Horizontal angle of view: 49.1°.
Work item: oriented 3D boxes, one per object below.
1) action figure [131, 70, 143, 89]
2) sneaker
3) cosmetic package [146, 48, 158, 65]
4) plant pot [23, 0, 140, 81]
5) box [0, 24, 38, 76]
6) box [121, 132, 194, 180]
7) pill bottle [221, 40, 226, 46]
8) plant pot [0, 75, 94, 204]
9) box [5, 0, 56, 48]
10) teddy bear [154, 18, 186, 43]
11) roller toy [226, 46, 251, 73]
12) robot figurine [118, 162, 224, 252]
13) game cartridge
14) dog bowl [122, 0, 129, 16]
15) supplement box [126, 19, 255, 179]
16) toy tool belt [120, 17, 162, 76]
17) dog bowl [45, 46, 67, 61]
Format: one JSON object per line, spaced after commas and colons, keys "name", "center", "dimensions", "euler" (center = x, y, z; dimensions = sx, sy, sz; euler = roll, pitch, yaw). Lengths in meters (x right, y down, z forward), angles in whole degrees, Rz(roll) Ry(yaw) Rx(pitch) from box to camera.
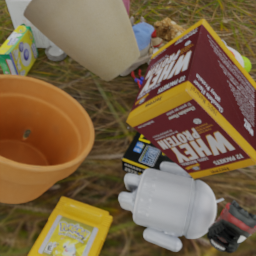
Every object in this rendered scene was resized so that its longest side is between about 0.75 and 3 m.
{"name": "action figure", "center": [0.557, -1.622, 10.254], "dimensions": [0.484, 0.382, 1.479], "euler": [-13, 50, -19]}
{"name": "sneaker", "center": [1.751, 1.740, 4.775], "dimensions": [0.590, 1.670, 0.816], "euler": [36, 79, 23]}
{"name": "cosmetic package", "center": [1.110, -2.817, 11.403], "dimensions": [0.739, 0.253, 0.981], "euler": [-22, 51, -19]}
{"name": "plant pot", "center": [-0.911, -2.570, 7.315], "dimensions": [2.386, 2.548, 2.386], "euler": [-34, 19, 13]}
{"name": "box", "center": [-4.092, -2.879, 10.705], "dimensions": [0.561, 1.361, 2.319], "euler": [3, 47, 4]}
{"name": "box", "center": [1.184, 0.497, 8.126], "dimensions": [1.959, 0.605, 2.453], "euler": [18, 50, 18]}
{"name": "pill bottle", "center": [3.463, -3.192, 11.514], "dimensions": [1.073, 0.601, 0.601], "euler": [-24, 52, -21]}
{"name": "plant pot", "center": [-2.560, 0.418, 6.732], "dimensions": [2.920, 2.044, 2.920], "euler": [23, 36, -18]}
{"name": "box", "center": [-3.262, -4.634, 11.807], "dimensions": [2.768, 2.108, 1.472], "euler": [4, 47, 4]}
{"name": "teddy bear", "center": [1.494, -2.895, 8.600], "dimensions": [1.373, 0.632, 1.893], "euler": [24, 16, -12]}
{"name": "roller toy", "center": [2.407, -1.455, 9.102], "dimensions": [2.561, 1.790, 2.336], "euler": [17, 50, 29]}
{"name": "robot figurine", "center": [0.980, 1.735, 6.469], "dimensions": [2.339, 1.321, 1.984], "euler": [11, 66, 11]}
{"name": "game cartridge", "center": [-1.290, 2.513, 6.485], "dimensions": [1.443, 0.266, 1.637], "euler": [14, 50, 13]}
{"name": "dog bowl", "center": [-0.713, -4.571, 9.216], "dimensions": [1.068, 2.896, 2.896], "euler": [-9, 48, -8]}
{"name": "supplement box", "center": [1.359, -0.487, 5.394], "dimensions": [2.011, 1.354, 2.039], "euler": [40, 49, -23]}
{"name": "toy tool belt", "center": [0.285, -3.366, 10.699], "dimensions": [1.704, 1.677, 2.729], "euler": [35, 66, 31]}
{"name": "dog bowl", "center": [-2.962, -3.124, 11.644], "dimensions": [0.914, 0.268, 0.914], "euler": [0, 52, 1]}
